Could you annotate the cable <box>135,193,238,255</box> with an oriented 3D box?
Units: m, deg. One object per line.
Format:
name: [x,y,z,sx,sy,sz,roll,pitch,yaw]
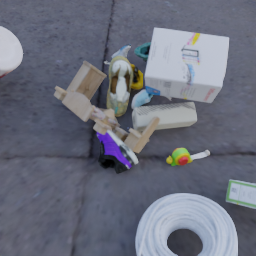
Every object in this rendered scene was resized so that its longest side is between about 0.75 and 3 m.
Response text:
cable: [0.940,1.889,4.654,1.636,0.566,1.636,-3,43,12]

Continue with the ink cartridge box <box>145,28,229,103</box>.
ink cartridge box: [1.323,-1.418,6.572,1.669,1.229,1.207,10,80,6]

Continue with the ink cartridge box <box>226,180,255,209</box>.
ink cartridge box: [2.659,1.324,5.156,1.486,0.771,0.441,7,82,32]

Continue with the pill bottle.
pill bottle: [-3.936,-1.879,7.755,2.088,1.192,1.192,-11,31,43]

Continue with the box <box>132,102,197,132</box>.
box: [0.902,-0.274,7.110,1.528,0.628,0.522,-6,78,-9]

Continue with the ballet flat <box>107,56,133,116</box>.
ballet flat: [-0.208,-1.332,7.841,0.736,0.736,2.084,3,64,3]

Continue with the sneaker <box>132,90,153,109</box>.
sneaker: [0.419,-0.815,7.966,0.362,0.327,0.884,13,45,29]

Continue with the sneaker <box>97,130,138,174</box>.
sneaker: [-0.458,0.539,6.496,0.713,0.499,1.435,-39,46,-13]

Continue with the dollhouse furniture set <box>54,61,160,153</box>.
dollhouse furniture set: [-0.568,-0.633,6.838,2.567,1.331,1.136,38,97,31]

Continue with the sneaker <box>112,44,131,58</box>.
sneaker: [-0.149,-2.464,9.373,0.334,0.890,0.386,-35,94,-42]

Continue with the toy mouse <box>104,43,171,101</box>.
toy mouse: [0.907,-1.860,8.522,2.306,0.502,2.595,-37,57,-7]

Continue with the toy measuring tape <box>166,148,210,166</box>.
toy measuring tape: [1.417,0.608,6.506,1.120,0.412,0.412,-13,46,-12]
